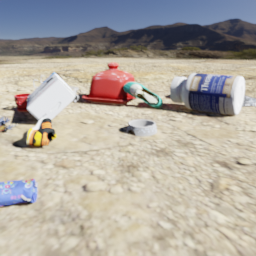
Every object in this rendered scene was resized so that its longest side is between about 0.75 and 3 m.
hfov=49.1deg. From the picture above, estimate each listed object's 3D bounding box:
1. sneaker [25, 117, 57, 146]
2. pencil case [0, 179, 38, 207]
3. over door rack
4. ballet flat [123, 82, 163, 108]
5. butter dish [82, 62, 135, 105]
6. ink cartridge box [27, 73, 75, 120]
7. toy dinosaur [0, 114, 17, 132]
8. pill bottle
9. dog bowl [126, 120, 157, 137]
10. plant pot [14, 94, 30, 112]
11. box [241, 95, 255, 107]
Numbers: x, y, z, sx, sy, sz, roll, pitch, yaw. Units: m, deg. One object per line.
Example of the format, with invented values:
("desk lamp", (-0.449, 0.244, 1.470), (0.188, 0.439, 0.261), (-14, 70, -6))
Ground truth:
("sneaker", (-2.608, 0.177, 8.929), (0.784, 0.609, 1.741), (14, 19, -1))
("pencil case", (-2.371, 1.295, 5.403), (1.245, 0.486, 0.541), (-5, 25, -15))
("over door rack", (-3.740, -1.965, 14.846), (2.340, 0.780, 1.729), (19, 15, -10))
("ballet flat", (0.690, -1.601, 13.061), (2.072, 0.698, 0.729), (29, 4, 6))
("butter dish", (-0.769, -2.390, 14.530), (2.660, 1.972, 2.668), (6, 19, 20))
("ink cartridge box", (-3.173, -1.255, 11.333), (1.658, 0.956, 2.285), (-43, 25, -2))
("toy dinosaur", (-4.509, -0.126, 9.911), (1.057, 0.612, 1.165), (-10, 20, 37))
("pill bottle", (3.440, -1.556, 12.391), (2.957, 1.641, 1.641), (11, 21, 32))
("dog bowl", (0.482, -0.023, 9.830), (1.089, 0.319, 1.089), (-1, 18, 0))
("plant pot", (-4.711, -1.139, 12.670), (0.786, 0.716, 0.786), (0, 17, 0))
("box", (5.332, -1.341, 13.852), (1.526, 0.380, 1.203), (-4, 18, -14))
